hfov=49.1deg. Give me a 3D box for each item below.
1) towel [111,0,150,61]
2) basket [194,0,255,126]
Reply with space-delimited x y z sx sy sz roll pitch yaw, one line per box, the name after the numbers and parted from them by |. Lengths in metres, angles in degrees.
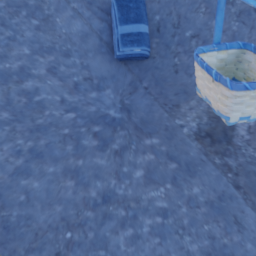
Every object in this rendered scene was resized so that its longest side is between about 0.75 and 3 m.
0.094 -3.572 10.062 1.307 0.568 2.341 -4 78 -2 | towel
2.797 -1.719 6.991 1.965 2.825 2.491 -15 44 -9 | basket
